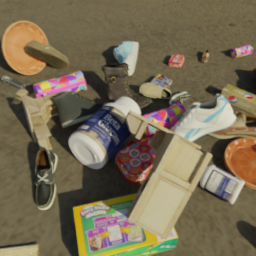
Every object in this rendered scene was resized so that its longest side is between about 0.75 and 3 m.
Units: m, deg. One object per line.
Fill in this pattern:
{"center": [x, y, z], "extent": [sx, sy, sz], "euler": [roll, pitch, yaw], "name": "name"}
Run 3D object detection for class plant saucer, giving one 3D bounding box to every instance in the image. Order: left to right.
{"center": [-4.514, -3.480, 12.300], "extent": [0.425, 2.270, 2.270], "euler": [12, 43, 36], "name": "plant saucer"}
{"center": [4.082, 1.151, 8.930], "extent": [2.028, 0.327, 2.028], "euler": [0, 44, 0], "name": "plant saucer"}

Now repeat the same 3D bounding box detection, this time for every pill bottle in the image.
{"center": [-0.659, 0.050, 9.253], "extent": [1.384, 1.384, 2.492], "euler": [25, 50, 23], "name": "pill bottle"}
{"center": [2.593, 1.562, 8.210], "extent": [1.354, 0.752, 0.752], "euler": [29, 52, 25], "name": "pill bottle"}

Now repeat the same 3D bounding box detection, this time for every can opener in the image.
{"center": [-4.959, -1.919, 12.081], "extent": [1.096, 0.367, 0.292], "euler": [26, 48, 7], "name": "can opener"}

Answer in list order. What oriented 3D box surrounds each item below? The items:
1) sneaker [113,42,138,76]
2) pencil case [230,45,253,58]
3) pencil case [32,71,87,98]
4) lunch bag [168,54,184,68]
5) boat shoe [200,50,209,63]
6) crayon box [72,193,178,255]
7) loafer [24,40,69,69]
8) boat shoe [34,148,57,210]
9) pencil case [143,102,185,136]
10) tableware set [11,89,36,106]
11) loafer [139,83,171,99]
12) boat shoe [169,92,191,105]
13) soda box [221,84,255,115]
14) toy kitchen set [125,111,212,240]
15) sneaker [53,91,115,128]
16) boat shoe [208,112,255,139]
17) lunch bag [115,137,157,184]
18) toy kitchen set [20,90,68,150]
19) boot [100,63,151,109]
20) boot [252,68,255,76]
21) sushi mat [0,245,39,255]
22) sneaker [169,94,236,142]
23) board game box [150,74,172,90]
{"center": [-0.200, -3.201, 12.872], "extent": [1.109, 1.001, 2.707], "euler": [7, 34, 5], "name": "sneaker"}
{"center": [5.559, -3.741, 13.717], "extent": [1.110, 0.491, 0.491], "euler": [-17, 47, -19], "name": "pencil case"}
{"center": [-2.739, -1.612, 11.289], "extent": [2.141, 0.946, 0.946], "euler": [-25, 50, -23], "name": "pencil case"}
{"center": [2.242, -3.178, 13.287], "extent": [0.720, 0.335, 0.817], "euler": [12, 45, 18], "name": "lunch bag"}
{"center": [3.724, -3.492, 13.574], "extent": [0.349, 0.331, 0.922], "euler": [13, 46, 13], "name": "boat shoe"}
{"center": [-0.125, 2.575, 7.222], "extent": [2.433, 0.709, 1.445], "euler": [-10, 46, -10], "name": "crayon box"}
{"center": [-3.567, -3.364, 12.590], "extent": [2.033, 0.773, 0.686], "euler": [23, 55, -28], "name": "loafer"}
{"center": [-2.512, 1.472, 8.279], "extent": [0.659, 0.621, 1.836], "euler": [-7, 59, 4], "name": "boat shoe"}
{"center": [1.251, -0.331, 10.035], "extent": [1.766, 0.781, 0.781], "euler": [-23, 49, -24], "name": "pencil case"}
{"center": [-4.198, -1.212, 11.440], "extent": [1.084, 0.126, 0.905], "euler": [13, 49, 11], "name": "tableware set"}
{"center": [1.124, -1.447, 11.063], "extent": [1.443, 0.546, 0.493], "euler": [3, 14, -27], "name": "loafer"}
{"center": [2.090, -1.153, 11.209], "extent": [1.034, 0.366, 0.329], "euler": [-28, 50, -27], "name": "boat shoe"}
{"center": [4.477, -1.125, 11.059], "extent": [1.558, 0.528, 0.499], "euler": [32, 53, 29], "name": "soda box"}
{"center": [0.430, 1.005, 7.469], "extent": [2.069, 2.536, 2.288], "euler": [28, 90, -3], "name": "toy kitchen set"}
{"center": [-1.513, -0.907, 10.195], "extent": [2.245, 0.840, 1.193], "euler": [-22, 93, -23], "name": "sneaker"}
{"center": [3.803, -0.176, 9.819], "extent": [2.607, 0.936, 0.987], "euler": [7, 45, 7], "name": "boat shoe"}
{"center": [0.379, 0.934, 8.927], "extent": [1.526, 0.625, 1.344], "euler": [-24, 49, -21], "name": "lunch bag"}
{"center": [-2.641, -0.583, 9.753], "extent": [1.766, 1.597, 1.957], "euler": [-19, 50, -21], "name": "toy kitchen set"}
{"center": [-0.076, -1.634, 10.690], "extent": [1.944, 1.693, 0.673], "euler": [3, 32, 4], "name": "boot"}
{"center": [6.733, -1.731, 11.326], "extent": [2.847, 1.030, 2.369], "euler": [3, 43, 1], "name": "boot"}
{"center": [-3.409, 3.511, 6.696], "extent": [2.444, 0.148, 1.169], "euler": [-5, 44, -5], "name": "sushi mat"}
{"center": [2.126, -0.203, 9.244], "extent": [2.551, 1.030, 0.976], "euler": [-26, 17, 15], "name": "sneaker"}
{"center": [1.458, -1.808, 11.918], "extent": [0.934, 0.288, 0.935], "euler": [27, 51, 23], "name": "board game box"}
